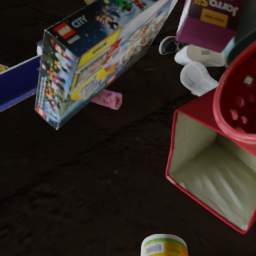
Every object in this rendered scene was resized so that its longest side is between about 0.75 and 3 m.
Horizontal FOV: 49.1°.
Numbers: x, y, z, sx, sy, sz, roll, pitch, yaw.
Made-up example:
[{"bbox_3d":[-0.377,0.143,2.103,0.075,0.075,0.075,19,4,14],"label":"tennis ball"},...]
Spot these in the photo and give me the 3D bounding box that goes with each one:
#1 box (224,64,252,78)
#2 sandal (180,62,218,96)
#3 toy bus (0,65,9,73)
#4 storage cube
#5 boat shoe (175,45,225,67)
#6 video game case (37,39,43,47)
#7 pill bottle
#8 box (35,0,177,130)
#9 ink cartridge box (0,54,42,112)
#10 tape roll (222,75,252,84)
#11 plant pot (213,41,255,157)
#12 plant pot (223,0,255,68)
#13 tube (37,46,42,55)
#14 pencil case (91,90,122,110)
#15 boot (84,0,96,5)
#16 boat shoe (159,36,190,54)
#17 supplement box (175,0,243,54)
[{"bbox_3d":[5.073,-1.973,9.526,2.204,0.609,2.751,-17,41,-35],"label":"box"},{"bbox_3d":[2.349,-1.405,9.091,0.898,0.542,2.206,-33,39,11],"label":"sandal"},{"bbox_3d":[-4.823,-1.929,9.665,1.234,0.676,1.308,14,4,-21],"label":"toy bus"},{"bbox_3d":[2.224,0.438,5.676,1.999,1.901,2.224,-29,47,-34],"label":"storage cube"},{"bbox_3d":[2.785,-2.621,10.480,2.346,0.845,0.804,-13,4,-31],"label":"boat shoe"},{"bbox_3d":[-2.994,-4.105,12.853,1.475,0.196,2.064,10,38,13],"label":"video game case"},{"bbox_3d":[0.546,2.359,4.141,0.743,0.743,1.338,3,39,4],"label":"pill bottle"},{"bbox_3d":[-0.220,-1.136,3.828,0.436,1.581,2.314,42,57,2],"label":"box"},{"bbox_3d":[-2.307,-0.834,5.462,2.732,0.556,2.738,-36,21,-25],"label":"ink cartridge box"},{"bbox_3d":[2.810,-0.613,7.332,1.026,1.494,1.494,20,42,23],"label":"tape roll"},{"bbox_3d":[2.048,-0.188,3.308,1.431,1.571,1.571,36,34,-29],"label":"plant pot"},{"bbox_3d":[3.003,-2.399,6.280,2.054,2.054,1.376,-9,71,-11],"label":"plant pot"},{"bbox_3d":[-2.520,-3.220,11.489,2.270,0.572,0.879,-19,50,-30],"label":"tube"},{"bbox_3d":[-0.765,-0.953,8.500,1.232,0.533,0.510,21,84,22],"label":"pencil case"},{"bbox_3d":[-0.326,-4.444,8.665,2.221,2.872,1.035,-38,29,11],"label":"boot"},{"bbox_3d":[2.031,-3.433,11.638,0.561,0.687,1.859,26,37,36],"label":"boat shoe"},{"bbox_3d":[1.678,-2.519,5.556,0.983,0.763,1.781,17,72,-1],"label":"supplement box"}]
